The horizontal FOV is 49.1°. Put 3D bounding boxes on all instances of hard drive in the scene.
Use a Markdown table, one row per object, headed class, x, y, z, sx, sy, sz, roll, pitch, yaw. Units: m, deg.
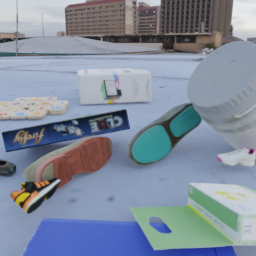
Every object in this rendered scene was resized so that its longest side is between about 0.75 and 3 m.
| class | x | y | z | sx | sy | sz | roll | pitch | yaw |
| --- | --- | --- | --- | --- | --- | --- | --- | --- | --- |
| hard drive | 0.002 | 1.613 | 3.048 | 2.420 | 0.307 | 1.596 | 1 | 18 | 3 |

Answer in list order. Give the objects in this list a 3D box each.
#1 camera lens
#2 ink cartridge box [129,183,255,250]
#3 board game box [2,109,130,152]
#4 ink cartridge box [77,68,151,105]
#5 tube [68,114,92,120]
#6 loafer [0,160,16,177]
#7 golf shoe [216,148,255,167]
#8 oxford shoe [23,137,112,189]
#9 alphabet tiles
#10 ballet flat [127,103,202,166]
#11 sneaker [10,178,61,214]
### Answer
| class | x | y | z | sx | sy | sz | roll | pitch | yaw |
| --- | --- | --- | --- | --- | --- | --- | --- | --- | --- |
| camera lens | 2.623 | -0.531 | 6.169 | 2.263 | 1.810 | 1.810 | 36 | -2 | -32 |
| ink cartridge box | 1.060 | 1.084 | 3.674 | 1.849 | 0.443 | 1.345 | 5 | 2 | -11 |
| board game box | -1.289 | 0.015 | 6.509 | 2.553 | 0.442 | 1.729 | -10 | 3 | -2 |
| ink cartridge box | -0.662 | -1.886 | 12.289 | 2.997 | 1.258 | 2.170 | -3 | 17 | -8 |
| tube | -1.642 | -0.162 | 8.535 | 1.190 | 0.300 | 0.461 | -19 | -14 | -42 |
| loafer | -2.798 | 0.719 | 5.587 | 1.103 | 0.347 | 0.396 | 4 | 54 | 7 |
| golf shoe | 2.192 | 0.555 | 5.669 | 0.856 | 0.392 | 0.322 | 4 | 24 | -17 |
| oxford shoe | -1.132 | 0.586 | 5.652 | 0.754 | 0.723 | 2.042 | 3 | 12 | 37 |
| alphabet tiles | -3.711 | -0.759 | 10.524 | 2.771 | 0.202 | 2.710 | -1 | 20 | -3 |
| ballet flat | 0.792 | 0.150 | 6.591 | 2.449 | 0.825 | 0.780 | -31 | 12 | -32 |
| sneaker | -1.420 | 0.938 | 4.368 | 0.434 | 0.338 | 0.965 | 33 | 16 | 4 |
